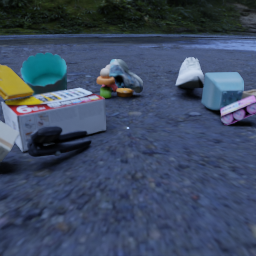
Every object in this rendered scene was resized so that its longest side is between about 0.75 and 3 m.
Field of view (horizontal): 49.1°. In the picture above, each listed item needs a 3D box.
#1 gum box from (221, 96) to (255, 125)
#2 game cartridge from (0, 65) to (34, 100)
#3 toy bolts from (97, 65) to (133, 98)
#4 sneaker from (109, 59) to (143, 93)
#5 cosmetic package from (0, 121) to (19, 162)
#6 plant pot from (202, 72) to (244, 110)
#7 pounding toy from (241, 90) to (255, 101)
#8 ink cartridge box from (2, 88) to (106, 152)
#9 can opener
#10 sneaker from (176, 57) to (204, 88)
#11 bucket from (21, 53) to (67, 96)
[{"bbox_3d":[2.979,-0.460,7.534,0.985,0.326,0.559,-25,13,24],"label":"gum box"},{"bbox_3d":[-2.838,-1.078,6.532,0.962,0.177,1.091,45,14,0],"label":"game cartridge"},{"bbox_3d":[-0.503,-1.772,10.367,1.344,0.976,1.407,-1,22,-9],"label":"toy bolts"},{"bbox_3d":[-0.116,-1.599,9.692,0.649,0.722,1.672,-6,-30,40],"label":"sneaker"},{"bbox_3d":[-2.899,0.057,4.971,1.591,0.837,0.566,35,30,-22],"label":"cosmetic package"},{"bbox_3d":[2.893,-1.014,8.380,1.033,1.036,1.055,-1,26,-1],"label":"plant pot"},{"bbox_3d":[4.308,-0.874,8.870,0.900,0.469,1.025,-14,24,-30],"label":"pounding toy"},{"bbox_3d":[-1.934,-0.365,7.090,2.112,0.886,1.854,-16,26,-32],"label":"ink cartridge box"},{"bbox_3d":[-1.327,0.299,5.687,0.645,0.520,1.641,-25,-14,29],"label":"can opener"},{"bbox_3d":[2.263,-2.058,10.388,0.960,1.123,2.578,6,14,0],"label":"sneaker"},{"bbox_3d":[-2.593,-1.592,8.855,1.399,0.910,1.399,3,60,-5],"label":"bucket"}]
